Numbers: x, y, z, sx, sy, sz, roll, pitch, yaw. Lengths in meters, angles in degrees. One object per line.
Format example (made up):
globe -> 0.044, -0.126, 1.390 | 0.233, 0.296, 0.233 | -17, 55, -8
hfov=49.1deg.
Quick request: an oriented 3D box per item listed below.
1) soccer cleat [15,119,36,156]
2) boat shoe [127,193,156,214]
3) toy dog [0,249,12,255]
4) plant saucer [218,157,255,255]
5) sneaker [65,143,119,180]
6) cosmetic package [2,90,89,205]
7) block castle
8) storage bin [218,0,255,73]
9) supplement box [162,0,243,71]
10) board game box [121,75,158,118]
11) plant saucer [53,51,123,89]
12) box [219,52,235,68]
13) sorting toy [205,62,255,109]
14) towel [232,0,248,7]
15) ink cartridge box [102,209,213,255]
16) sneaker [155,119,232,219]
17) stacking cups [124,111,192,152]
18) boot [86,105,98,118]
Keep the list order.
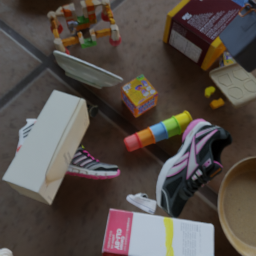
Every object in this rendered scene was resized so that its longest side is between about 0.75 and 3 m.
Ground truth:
soccer cleat -> -3.201, 0.340, 8.733 | 0.596, 0.480, 1.400 | 14, 67, 15
boat shoe -> 0.361, 1.957, 7.545 | 0.417, 1.158, 0.381 | 30, 79, -23
toy dog -> -3.632, 3.682, 6.531 | 1.322, 2.745, 1.810 | 30, 46, 28
plant saucer -> 3.662, 2.230, 7.733 | 2.838, 0.503, 2.838 | 3, 75, -11
sneaker -> -1.332, 0.930, 8.279 | 2.254, 0.832, 0.986 | 8, 73, 6
cosmetic package -> -1.984, 0.499, 7.291 | 0.956, 1.354, 2.616 | 17, 64, 7
block castle -> -1.532, -3.407, 9.815 | 2.330, 1.093, 1.557 | -16, 73, -5
storage bin -> 3.115, -2.353, 7.195 | 1.297, 1.197, 1.782 | 31, 32, -27
supplement box -> 2.611, -3.510, 9.704 | 1.989, 1.321, 1.962 | 40, 74, 14
board game box -> 0.348, -1.005, 8.999 | 0.840, 0.839, 0.839 | -33, 72, -11
plant saucer -> -1.289, -1.682, 8.659 | 2.244, 2.244, 0.563 | 24, 98, 9
box -> 3.444, -1.897, 9.567 | 0.478, 0.439, 1.366 | 2, 70, 1
sorting toy -> 3.188, -1.268, 8.817 | 1.956, 0.262, 1.457 | -21, 67, -16
towel -> 3.701, -4.597, 10.611 | 1.668, 0.405, 0.931 | 16, 69, 5
ink cartridge box -> 0.667, 2.942, 6.900 | 2.461, 1.786, 1.026 | 7, 53, 2
sneaker -> 1.834, 1.110, 7.602 | 1.270, 1.181, 2.941 | 15, 76, 48
stacking cups -> 0.913, 0.117, 8.745 | 2.163, 0.654, 0.654 | -19, 70, -4
boot -> -1.359, -0.557, 8.872 | 0.708, 0.937, 0.338 | 6, 103, 5
